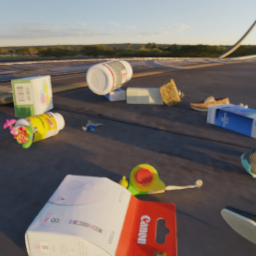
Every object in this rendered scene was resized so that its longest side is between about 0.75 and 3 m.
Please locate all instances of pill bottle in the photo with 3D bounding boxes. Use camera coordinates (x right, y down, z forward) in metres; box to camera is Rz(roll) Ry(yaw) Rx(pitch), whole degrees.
[{"bbox_3d":[-0.910,-2.779,14.896,1.524,1.524,2.631,9,24,26],"label":"pill bottle"},{"bbox_3d":[-2.871,-0.045,9.230,0.812,0.812,1.486,12,22,33],"label":"pill bottle"}]

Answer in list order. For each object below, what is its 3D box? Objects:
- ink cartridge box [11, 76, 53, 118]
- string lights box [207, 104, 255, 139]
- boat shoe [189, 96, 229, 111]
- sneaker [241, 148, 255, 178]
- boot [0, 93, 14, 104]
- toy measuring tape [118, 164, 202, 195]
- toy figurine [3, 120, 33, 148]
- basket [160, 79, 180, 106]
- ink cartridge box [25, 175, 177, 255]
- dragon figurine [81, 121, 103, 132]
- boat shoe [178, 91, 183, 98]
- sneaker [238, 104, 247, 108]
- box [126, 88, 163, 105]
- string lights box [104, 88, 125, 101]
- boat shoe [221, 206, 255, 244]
[{"bbox_3d":[-3.973,-1.464,12.263,0.852,1.492,2.874,-1,14,4],"label":"ink cartridge box"},{"bbox_3d":[4.177,-0.313,10.291,1.172,0.673,2.281,-10,21,-29],"label":"string lights box"},{"bbox_3d":[3.737,-1.150,12.917,1.839,0.660,0.696,-1,18,-3],"label":"boat shoe"},{"bbox_3d":[3.757,0.547,6.639,2.322,1.059,0.901,-9,51,-20],"label":"sneaker"},{"bbox_3d":[-5.860,-1.548,14.209,1.506,0.655,1.811,10,15,41],"label":"boot"},{"bbox_3d":[0.659,1.058,5.986,1.746,0.642,0.642,-5,18,-3],"label":"toy measuring tape"},{"bbox_3d":[-3.156,0.109,7.899,0.605,0.742,0.806,-35,53,7],"label":"toy figurine"},{"bbox_3d":[2.020,-1.699,13.779,0.799,1.120,0.834,-23,18,16],"label":"basket"},{"bbox_3d":[-0.306,1.513,4.880,2.247,0.641,1.827,-2,17,9],"label":"ink cartridge box"},{"bbox_3d":[-1.307,-0.018,10.080,0.834,0.415,0.246,10,6,-40],"label":"dragon figurine"},{"bbox_3d":[2.972,-1.880,15.883,0.312,0.332,0.923,22,17,1],"label":"boat shoe"},{"bbox_3d":[5.052,-0.939,12.777,0.820,0.355,0.307,12,22,40],"label":"sneaker"},{"bbox_3d":[0.874,-1.635,14.300,1.876,0.771,0.641,3,17,5],"label":"box"},{"bbox_3d":[-0.785,-1.909,15.549,0.861,0.494,1.676,-6,19,-16],"label":"string lights box"},{"bbox_3d":[2.227,1.564,4.353,1.536,0.552,0.519,14,47,42],"label":"boat shoe"}]
